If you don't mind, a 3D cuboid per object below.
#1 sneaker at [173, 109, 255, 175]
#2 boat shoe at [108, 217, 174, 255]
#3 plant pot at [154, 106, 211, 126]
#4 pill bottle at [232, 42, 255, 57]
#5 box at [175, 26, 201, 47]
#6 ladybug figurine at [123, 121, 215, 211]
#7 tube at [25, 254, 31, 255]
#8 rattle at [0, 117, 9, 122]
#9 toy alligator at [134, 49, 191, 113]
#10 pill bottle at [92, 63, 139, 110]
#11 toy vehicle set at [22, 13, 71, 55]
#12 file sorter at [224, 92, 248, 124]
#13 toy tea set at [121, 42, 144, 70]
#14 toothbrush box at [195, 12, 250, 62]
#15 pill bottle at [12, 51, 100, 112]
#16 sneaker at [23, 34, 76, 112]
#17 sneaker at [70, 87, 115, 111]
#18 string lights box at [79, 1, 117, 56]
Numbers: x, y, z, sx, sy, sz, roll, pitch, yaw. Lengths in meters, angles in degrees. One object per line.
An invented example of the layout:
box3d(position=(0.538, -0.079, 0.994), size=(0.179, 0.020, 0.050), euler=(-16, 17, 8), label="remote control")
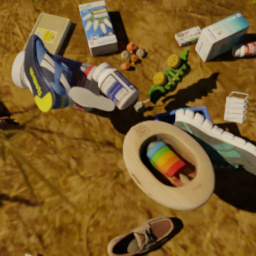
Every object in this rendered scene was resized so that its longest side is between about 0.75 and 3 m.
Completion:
box3d(position=(2.361, 0.714, 7.645), size=(2.947, 1.144, 1.344), euler=(31, 88, 15), label="sneaker")
box3d(position=(0.421, 3.354, 8.420), size=(2.178, 0.782, 0.825), euler=(-26, 72, -9), label="boat shoe")
box3d(position=(1.767, 0.449, 9.068), size=(1.717, 1.544, 1.717), euler=(-10, 70, -4), label="plant pot")
box3d(position=(4.564, -3.025, 10.881), size=(0.910, 0.499, 0.499), euler=(-7, 70, -2), label="pill bottle")
box3d(position=(2.473, -3.672, 11.281), size=(1.035, 0.180, 0.570), euler=(-21, 72, -7), label="box")
box3d(position=(0.926, 0.903, 6.857), size=(1.780, 0.943, 2.622), euler=(-33, 59, -12), label="ladybug figurine")
box3d(position=(-2.958, 5.014, 7.973), size=(0.638, 0.713, 2.459), euler=(-3, 61, 40), label="tube")
box3d(position=(-5.310, -0.486, 9.959), size=(1.749, 1.139, 1.249), euler=(41, 92, -17), label="rattle")
box3d(position=(1.296, -1.440, 9.625), size=(2.792, 0.925, 0.671), euler=(-52, 51, 18), label="toy alligator")
box3d(position=(-0.367, -1.183, 7.854), size=(0.737, 0.737, 1.273), euler=(-41, 79, -13), label="pill bottle")
box3d(position=(-3.249, -3.621, 11.214), size=(1.252, 0.267, 2.015), euler=(16, 71, 6), label="toy vehicle set")
box3d(position=(3.886, -0.730, 10.013), size=(0.641, 0.575, 0.923), euler=(12, 71, 5), label="file sorter")
box3d(position=(0.049, -2.771, 10.917), size=(0.706, 0.439, 1.187), euler=(47, 71, -16), label="toy tea set")
box3d(position=(3.539, -3.418, 10.634), size=(1.675, 1.226, 0.714), euler=(-26, 72, -10), label="toothbrush box")
box3d(position=(-2.441, -1.686, 9.806), size=(2.778, 1.609, 1.609), euler=(17, 71, 7), label="pill bottle")
box3d(position=(-2.405, -1.663, 8.507), size=(1.128, 1.014, 2.744), euler=(-6, 63, -39), label="sneaker")
box3d(position=(-1.098, -0.820, 8.281), size=(1.331, 0.769, 0.490), euler=(20, 92, -15), label="sneaker")
box3d(position=(-1.192, -3.967, 11.149), size=(1.071, 0.615, 2.085), euler=(-15, 71, -5), label="string lights box")
